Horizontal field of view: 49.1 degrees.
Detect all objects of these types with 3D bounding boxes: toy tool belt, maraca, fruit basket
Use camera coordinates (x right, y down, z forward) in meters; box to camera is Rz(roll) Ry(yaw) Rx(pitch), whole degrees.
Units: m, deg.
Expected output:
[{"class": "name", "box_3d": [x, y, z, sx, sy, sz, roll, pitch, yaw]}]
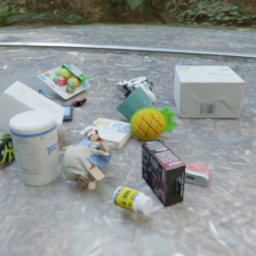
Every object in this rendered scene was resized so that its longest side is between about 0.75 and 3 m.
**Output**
[{"class": "toy tool belt", "box_3d": [-0.939, 0.878, 8.355, 1.252, 1.272, 2.038, 11, 30, 17]}, {"class": "maraca", "box_3d": [0.930, -0.179, 10.487, 1.764, 1.209, 0.944, -13, 13, 0]}, {"class": "fruit basket", "box_3d": [-3.377, -2.589, 15.096, 2.022, 1.023, 2.183, 40, 36, 9]}]

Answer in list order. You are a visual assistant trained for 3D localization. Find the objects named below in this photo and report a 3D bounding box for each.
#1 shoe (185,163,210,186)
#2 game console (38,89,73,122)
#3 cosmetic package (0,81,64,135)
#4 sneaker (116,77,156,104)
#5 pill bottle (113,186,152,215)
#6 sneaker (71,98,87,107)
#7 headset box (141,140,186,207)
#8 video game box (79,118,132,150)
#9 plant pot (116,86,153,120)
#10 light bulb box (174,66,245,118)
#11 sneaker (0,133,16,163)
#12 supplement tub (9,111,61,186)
[{"class": "shoe", "box_3d": [1.790, 1.306, 8.487, 1.361, 0.486, 0.619, 15, 28, 17]}, {"class": "game console", "box_3d": [-3.271, -1.050, 12.545, 1.476, 1.023, 1.729, -3, 27, -9]}, {"class": "cosmetic package", "box_3d": [-3.497, -0.465, 9.909, 2.033, 1.249, 2.026, 33, 11, -18]}, {"class": "sneaker", "box_3d": [0.847, -1.954, 14.270, 1.814, 1.113, 2.788, -26, 26, -28]}, {"class": "pill bottle", "box_3d": [0.113, 1.792, 6.868, 0.886, 0.506, 0.506, 11, 28, 34]}, {"class": "sneaker", "box_3d": [-2.346, -1.253, 13.793, 0.892, 0.315, 0.436, -24, 35, -36]}, {"class": "headset box", "box_3d": [0.969, 1.248, 7.713, 0.616, 1.220, 1.641, -12, 28, -19]}, {"class": "video game box", "box_3d": [-0.772, 0.179, 10.818, 1.668, 0.390, 1.520, 11, 31, 22]}, {"class": "plant pot", "box_3d": [0.374, -0.886, 11.836, 1.146, 1.428, 1.428, 46, 33, -4]}, {"class": "light bulb box", "box_3d": [3.630, -1.770, 13.231, 2.727, 1.717, 2.751, 1, 26, 4]}, {"class": "sneaker", "box_3d": [-4.195, 0.649, 9.602, 0.799, 0.789, 2.092, -5, 16, 5]}, {"class": "supplement tub", "box_3d": [-2.702, 0.577, 8.282, 1.269, 1.924, 1.269, 0, 27, 0]}]
